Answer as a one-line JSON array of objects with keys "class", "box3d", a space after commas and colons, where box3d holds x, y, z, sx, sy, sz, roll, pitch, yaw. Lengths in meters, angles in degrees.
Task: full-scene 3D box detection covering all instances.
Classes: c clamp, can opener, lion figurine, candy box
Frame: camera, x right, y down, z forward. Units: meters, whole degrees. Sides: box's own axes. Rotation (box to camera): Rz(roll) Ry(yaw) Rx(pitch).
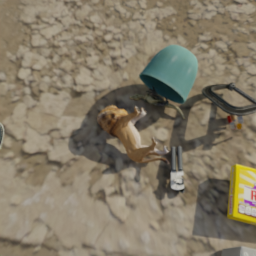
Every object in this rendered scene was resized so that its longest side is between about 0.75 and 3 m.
[{"class": "c clamp", "box3d": [3.526, -0.919, 8.865, 1.911, 0.303, 2.236, -19, 39, -19]}, {"class": "can opener", "box3d": [1.467, 1.239, 8.434, 0.378, 0.477, 1.434, -5, 58, 13]}, {"class": "lion figurine", "box3d": [0.085, 0.291, 8.476, 1.496, 0.885, 2.442, -32, 81, 24]}, {"class": "candy box", "box3d": [4.302, 2.107, 7.833, 2.972, 0.393, 1.519, 14, 63, -2]}]

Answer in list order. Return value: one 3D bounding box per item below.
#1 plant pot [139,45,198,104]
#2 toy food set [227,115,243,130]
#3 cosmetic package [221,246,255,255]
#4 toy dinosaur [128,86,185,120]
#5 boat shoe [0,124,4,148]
[{"class": "plant pot", "box3d": [1.399, -1.771, 8.848, 1.677, 1.677, 1.346, 32, 87, 14]}, {"class": "toy food set", "box3d": [3.432, -0.203, 8.919, 0.445, 0.420, 0.933, -14, 41, 22]}, {"class": "cosmetic package", "box3d": [3.791, 3.747, 6.633, 2.856, 1.525, 1.288, 13, 64, 8]}, {"class": "toy dinosaur", "box3d": [0.986, -0.867, 9.108, 2.000, 0.881, 0.475, 23, 76, 10]}, {"class": "boat shoe", "box3d": [-4.291, 0.978, 7.791, 1.033, 0.824, 2.732, 30, 71, -28]}]
